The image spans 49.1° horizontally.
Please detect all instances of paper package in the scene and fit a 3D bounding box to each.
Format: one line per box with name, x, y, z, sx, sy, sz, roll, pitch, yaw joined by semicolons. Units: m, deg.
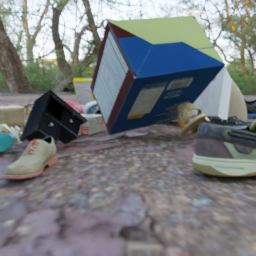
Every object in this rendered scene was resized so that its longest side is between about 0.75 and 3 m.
paper package;-4.610;-0.428;10.240;1.384;0.716;1.319;-7;11;-34

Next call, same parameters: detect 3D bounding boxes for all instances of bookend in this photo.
bookend;-1.665;0.027;6.510;0.584;1.261;1.269;-26;39;29

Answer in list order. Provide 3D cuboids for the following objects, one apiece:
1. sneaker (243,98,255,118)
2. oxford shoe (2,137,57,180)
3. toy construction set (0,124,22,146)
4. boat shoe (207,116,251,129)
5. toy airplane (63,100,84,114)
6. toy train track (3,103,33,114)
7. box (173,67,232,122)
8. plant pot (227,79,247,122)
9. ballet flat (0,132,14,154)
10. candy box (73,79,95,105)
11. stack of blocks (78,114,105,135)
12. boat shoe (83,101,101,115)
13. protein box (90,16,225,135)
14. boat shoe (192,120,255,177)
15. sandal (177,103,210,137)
sneaker;6.233;-0.971;12.435;2.744;1.137;0.973;4;11;26
oxford shoe;-1.644;0.478;4.707;0.516;0.548;1.465;1;9;5
toy construction set;-3.201;0.139;6.517;0.973;0.683;1.483;-10;-4;37
boat shoe;3.376;-0.151;9.234;1.616;0.458;0.555;0;8;3
toy airplane;-1.719;-0.621;11.672;2.524;0.464;2.524;15;9;-2
toy train track;-5.325;-0.962;14.975;1.706;0.484;2.975;-4;0;25
box;2.274;-1.210;10.745;2.896;1.801;1.411;6;-8;31
plant pot;3.786;-1.235;12.138;2.628;1.765;2.628;-1;9;0
ballet flat;-3.060;0.409;5.646;0.568;0.512;1.509;-17;2;25
candy box;-1.161;-1.609;12.631;2.504;1.280;0.331;2;35;11
stack of blocks;-1.570;-0.078;8.527;1.022;0.520;1.775;4;9;24
boat shoe;-0.489;-0.829;11.231;2.584;0.932;0.916;-26;35;-28
protein box;0.614;-1.394;7.778;2.619;1.780;2.638;-13;-24;-24
boat shoe;2.435;0.254;4.844;2.879;0.946;1.029;-3;9;-19
sandal;1.677;-0.307;7.878;0.875;0.785;2.387;-42;-16;18
